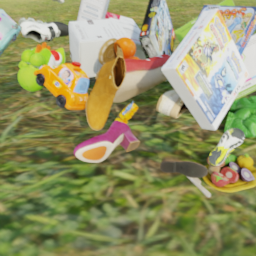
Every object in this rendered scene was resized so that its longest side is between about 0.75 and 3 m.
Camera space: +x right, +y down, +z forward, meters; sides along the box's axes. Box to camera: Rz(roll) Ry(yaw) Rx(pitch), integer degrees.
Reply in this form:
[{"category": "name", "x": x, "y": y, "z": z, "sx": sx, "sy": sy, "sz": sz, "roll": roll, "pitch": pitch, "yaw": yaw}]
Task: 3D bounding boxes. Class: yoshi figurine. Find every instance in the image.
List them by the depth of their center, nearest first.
[{"category": "yoshi figurine", "x": -2.588, "y": -1.647, "z": 8.470, "sx": 1.410, "sy": 1.404, "sz": 2.508, "roll": -13, "pitch": 3, "yaw": 7}]

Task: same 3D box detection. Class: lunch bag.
[{"category": "lunch bag", "x": -4.302, "y": -2.426, "z": 8.436, "sx": 2.443, "sy": 0.942, "sz": 1.959, "roll": -41, "pitch": 24, "yaw": 10}]

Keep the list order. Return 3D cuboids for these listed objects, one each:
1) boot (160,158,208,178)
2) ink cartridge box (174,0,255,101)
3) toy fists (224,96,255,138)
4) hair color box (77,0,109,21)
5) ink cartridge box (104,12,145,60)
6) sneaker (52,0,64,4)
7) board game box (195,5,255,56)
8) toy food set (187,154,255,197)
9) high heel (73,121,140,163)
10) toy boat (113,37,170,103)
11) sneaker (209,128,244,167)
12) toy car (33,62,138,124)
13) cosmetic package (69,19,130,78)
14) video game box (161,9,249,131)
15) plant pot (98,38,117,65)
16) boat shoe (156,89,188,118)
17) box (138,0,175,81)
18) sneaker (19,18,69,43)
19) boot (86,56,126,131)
[{"category": "boot", "x": 1.192, "y": 0.807, "z": 5.975, "sx": 0.986, "sy": 0.363, "sz": 0.372, "roll": 9, "pitch": 18, "yaw": 9}, {"category": "ink cartridge box", "x": 2.993, "y": -2.360, "z": 8.896, "sx": 2.157, "sy": 2.918, "sz": 1.105, "roll": -28, "pitch": 4, "yaw": 18}, {"category": "toy fists", "x": 4.463, "y": -0.474, "z": 10.492, "sx": 1.289, "sy": 0.869, "sz": 2.528, "roll": 14, "pitch": 34, "yaw": 20}, {"category": "hair color box", "x": -1.352, "y": -5.039, "z": 11.371, "sx": 1.007, "sy": 2.035, "sz": 0.617, "roll": 20, "pitch": 35, "yaw": -4}, {"category": "ink cartridge box", "x": -0.151, "y": -4.138, "z": 12.829, "sx": 1.626, "sy": 0.933, "sz": 2.238, "roll": 0, "pitch": 50, "yaw": -39}, {"category": "sneaker", "x": -2.656, "y": -5.079, "z": 10.775, "sx": 0.790, "sy": 0.303, "sz": 0.440, "roll": 30, "pitch": 84, "yaw": 39}, {"category": "board game box", "x": 2.293, "y": -2.429, "z": 6.887, "sx": 0.277, "sy": 1.088, "sz": 1.607, "roll": 22, "pitch": 6, "yaw": -41}, {"category": "toy food set", "x": 2.823, "y": 1.173, "z": 8.014, "sx": 2.104, "sy": 0.687, "sz": 1.238, "roll": -10, "pitch": 34, "yaw": -16}, {"category": "high heel", "x": -0.640, "y": 0.225, "z": 6.798, "sx": 2.002, "sy": 0.674, "sz": 0.960, "roll": -13, "pitch": 48, "yaw": -43}, {"category": "toy boat", "x": 0.105, "y": -1.887, "z": 8.412, "sx": 1.725, "sy": 1.728, "sz": 2.644, "roll": -25, "pitch": 4, "yaw": 39}, {"category": "sneaker", "x": 2.228, "y": 0.453, "z": 6.491, "sx": 1.122, "sy": 0.475, "sz": 0.418, "roll": -42, "pitch": 71, "yaw": -10}, {"category": "toy car", "x": -0.914, "y": -1.016, "z": 7.400, "sx": 2.937, "sy": 0.977, "sz": 1.441, "roll": 12, "pitch": 33, "yaw": -54}, {"category": "cosmetic package", "x": -1.136, "y": -3.034, "z": 10.666, "sx": 1.899, "sy": 1.567, "sz": 1.565, "roll": -12, "pitch": 49, "yaw": -20}, {"category": "video game box", "x": 1.716, "y": -1.163, "z": 5.890, "sx": 0.437, "sy": 1.868, "sz": 1.702, "roll": 10, "pitch": 60, "yaw": 51}, {"category": "plant pot", "x": -0.557, "y": -2.332, "z": 8.694, "sx": 0.125, "sy": 0.907, "sz": 0.907, "roll": 40, "pitch": 47, "yaw": 25}, {"category": "boat shoe", "x": 1.475, "y": -0.702, "z": 6.829, "sx": 0.641, "sy": 0.683, "sz": 1.853, "roll": 37, "pitch": 50, "yaw": 27}, {"category": "box", "x": 1.167, "y": -3.425, "z": 10.549, "sx": 0.583, "sy": 2.001, "sz": 2.922, "roll": -6, "pitch": 48, "yaw": 23}, {"category": "sneaker", "x": -2.986, "y": -3.448, "z": 10.301, "sx": 1.874, "sy": 0.694, "sz": 0.829, "roll": -5, "pitch": 62, "yaw": -27}, {"category": "boot", "x": -0.411, "y": -0.629, "z": 5.260, "sx": 0.467, "sy": 1.327, "sz": 0.950, "roll": 10, "pitch": -8, "yaw": -25}]
